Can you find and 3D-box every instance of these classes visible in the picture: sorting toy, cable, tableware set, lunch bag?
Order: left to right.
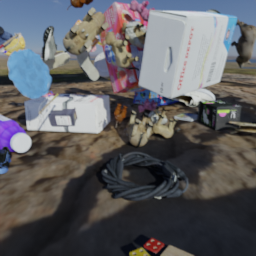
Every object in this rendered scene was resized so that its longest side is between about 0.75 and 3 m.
[{"bbox_3d":[0.239,1.138,6.562,1.728,0.538,2.118,-13,22,-24],"label":"cable"},{"bbox_3d":[1.732,-1.858,16.244,1.778,1.111,2.362,10,9,40],"label":"lunch bag"},{"bbox_3d":[0.663,1.991,3.860,1.348,0.228,0.650,12,20,34],"label":"sorting toy"},{"bbox_3d":[4.942,0.144,10.019,2.308,0.462,1.525,6,4,0],"label":"tableware set"}]

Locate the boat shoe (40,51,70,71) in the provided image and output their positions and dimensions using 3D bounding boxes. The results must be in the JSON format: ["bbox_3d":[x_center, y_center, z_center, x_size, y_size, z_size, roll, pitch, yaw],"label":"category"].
[{"bbox_3d":[-3.288,-2.742,11.532,1.745,0.627,0.519,-22,38,-13],"label":"boat shoe"}]

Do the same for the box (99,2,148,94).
[{"bbox_3d":[0.048,-2.663,9.593,1.360,2.728,1.302,-11,-6,-39],"label":"box"}]

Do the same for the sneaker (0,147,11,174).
[{"bbox_3d":[-3.379,0.852,7.482,0.394,0.438,1.125,-4,16,-15],"label":"sneaker"}]

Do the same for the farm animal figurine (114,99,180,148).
[{"bbox_3d":[0.562,-0.090,9.901,2.282,1.147,1.843,-11,38,-45],"label":"farm animal figurine"}]

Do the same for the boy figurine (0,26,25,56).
[{"bbox_3d":[-4.024,-2.920,9.861,0.483,0.931,1.498,45,4,31],"label":"boy figurine"}]

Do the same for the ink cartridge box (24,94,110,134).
[{"bbox_3d":[-2.326,-0.641,11.333,2.853,1.203,2.065,3,16,10],"label":"ink cartridge box"}]

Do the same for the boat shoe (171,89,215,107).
[{"bbox_3d":[3.396,-1.614,15.205,2.998,1.047,1.063,16,-29,-21],"label":"boat shoe"}]

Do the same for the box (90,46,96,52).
[{"bbox_3d":[-1.919,-4.295,13.801,0.518,1.010,0.478,3,30,12],"label":"box"}]

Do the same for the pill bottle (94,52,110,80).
[{"bbox_3d":[-0.742,-2.979,14.041,1.209,1.209,2.173,5,3,18],"label":"pill bottle"}]

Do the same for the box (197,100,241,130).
[{"bbox_3d":[3.716,-0.566,11.562,1.112,0.931,1.497,-4,16,-14],"label":"box"}]

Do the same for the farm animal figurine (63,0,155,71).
[{"bbox_3d":[-0.595,-2.851,8.260,2.553,2.062,1.284,8,-5,-27],"label":"farm animal figurine"}]

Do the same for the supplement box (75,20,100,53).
[{"bbox_3d":[-1.724,-3.559,10.961,1.079,0.680,0.397,43,15,-8],"label":"supplement box"}]

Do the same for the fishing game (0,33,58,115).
[{"bbox_3d":[-2.971,-1.619,8.406,0.346,2.226,1.594,-12,36,30],"label":"fishing game"}]

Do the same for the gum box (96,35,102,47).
[{"bbox_3d":[-1.140,-4.608,13.822,1.900,1.078,0.628,35,41,31],"label":"gum box"}]

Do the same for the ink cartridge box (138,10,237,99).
[{"bbox_3d":[1.758,-2.231,8.151,1.234,2.106,2.914,28,33,33],"label":"ink cartridge box"}]

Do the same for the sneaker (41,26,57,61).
[{"bbox_3d":[-2.851,-3.104,10.309,0.520,1.311,0.485,-6,42,-31],"label":"sneaker"}]

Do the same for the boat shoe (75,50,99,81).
[{"bbox_3d":[-1.428,-2.173,9.396,0.484,1.310,0.395,-44,42,-11],"label":"boat shoe"}]

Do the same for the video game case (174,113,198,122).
[{"bbox_3d":[2.751,-0.494,12.832,0.914,0.111,1.005,13,21,39],"label":"video game case"}]

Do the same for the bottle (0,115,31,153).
[{"bbox_3d":[-3.785,0.217,8.727,0.764,0.978,2.340,-16,21,-41],"label":"bottle"}]

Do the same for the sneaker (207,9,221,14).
[{"bbox_3d":[3.401,-3.925,10.936,0.702,0.601,1.612,17,-18,50],"label":"sneaker"}]

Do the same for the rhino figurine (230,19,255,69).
[{"bbox_3d":[4.166,-2.895,10.090,0.582,1.948,0.852,-27,49,-10],"label":"rhino figurine"}]
